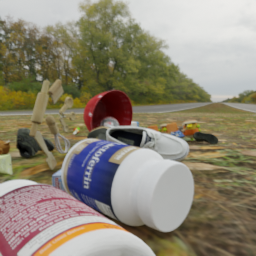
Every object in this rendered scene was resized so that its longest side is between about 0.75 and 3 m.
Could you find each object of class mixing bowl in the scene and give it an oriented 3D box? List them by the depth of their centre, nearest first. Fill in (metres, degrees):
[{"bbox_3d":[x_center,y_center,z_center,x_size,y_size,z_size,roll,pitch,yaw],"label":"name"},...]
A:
[{"bbox_3d":[-1.181,-0.587,13.520,1.424,2.630,2.630,16,15,42],"label":"mixing bowl"}]

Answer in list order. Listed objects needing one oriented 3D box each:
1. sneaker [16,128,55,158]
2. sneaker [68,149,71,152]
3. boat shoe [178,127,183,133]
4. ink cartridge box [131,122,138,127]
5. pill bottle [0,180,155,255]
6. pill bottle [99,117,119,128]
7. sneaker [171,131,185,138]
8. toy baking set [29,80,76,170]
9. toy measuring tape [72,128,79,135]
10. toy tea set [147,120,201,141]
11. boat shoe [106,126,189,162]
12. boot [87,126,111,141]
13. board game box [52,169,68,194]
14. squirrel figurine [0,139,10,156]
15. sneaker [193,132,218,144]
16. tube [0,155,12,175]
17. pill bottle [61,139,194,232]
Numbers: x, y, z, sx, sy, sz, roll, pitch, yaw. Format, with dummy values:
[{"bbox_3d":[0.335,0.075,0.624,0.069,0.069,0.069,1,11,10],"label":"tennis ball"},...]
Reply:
[{"bbox_3d":[-3.589,0.785,10.766,0.687,1.029,1.796,-4,-24,24],"label":"sneaker"},{"bbox_3d":[-1.968,0.936,10.730,0.349,0.314,0.848,-2,6,-40],"label":"sneaker"},{"bbox_3d":[3.777,0.153,18.585,1.142,0.432,0.410,12,6,20],"label":"boat shoe"},{"bbox_3d":[0.131,-0.003,18.361,0.705,0.718,0.975,4,7,38],"label":"ink cartridge box"},{"bbox_3d":[-0.809,1.239,2.689,1.229,1.229,2.152,-4,7,-36],"label":"pill bottle"},{"bbox_3d":[-0.892,0.209,13.081,0.979,0.979,1.690,0,21,-3],"label":"pill bottle"},{"bbox_3d":[2.907,0.353,16.281,1.002,0.412,0.370,6,6,38],"label":"sneaker"},{"bbox_3d":[-2.186,-0.122,8.430,0.301,2.591,1.989,4,-19,23],"label":"toy baking set"},{"bbox_3d":[-3.375,0.287,17.761,0.402,0.402,1.092,1,23,11],"label":"toy measuring tape"},{"bbox_3d":[2.405,0.272,14.614,2.837,1.050,1.687,-8,1,23],"label":"toy tea set"},{"bbox_3d":[0.609,0.527,9.289,2.808,1.033,0.918,5,-20,8],"label":"boat shoe"},{"bbox_3d":[-1.255,0.594,10.807,1.889,1.058,2.731,-10,10,-42],"label":"boot"},{"bbox_3d":[-1.098,1.190,6.852,1.665,0.514,1.666,-3,6,-26],"label":"board game box"},{"bbox_3d":[-4.906,0.793,10.002,1.324,1.004,1.418,9,11,-32],"label":"squirrel figurine"},{"bbox_3d":[3.814,0.522,13.909,1.237,0.473,0.709,13,-10,2],"label":"sneaker"},{"bbox_3d":[-4.052,1.086,8.237,1.515,0.440,0.393,-3,46,18],"label":"tube"},{"bbox_3d":[-0.081,0.961,5.054,1.320,1.320,2.280,-5,9,-44],"label":"pill bottle"}]
